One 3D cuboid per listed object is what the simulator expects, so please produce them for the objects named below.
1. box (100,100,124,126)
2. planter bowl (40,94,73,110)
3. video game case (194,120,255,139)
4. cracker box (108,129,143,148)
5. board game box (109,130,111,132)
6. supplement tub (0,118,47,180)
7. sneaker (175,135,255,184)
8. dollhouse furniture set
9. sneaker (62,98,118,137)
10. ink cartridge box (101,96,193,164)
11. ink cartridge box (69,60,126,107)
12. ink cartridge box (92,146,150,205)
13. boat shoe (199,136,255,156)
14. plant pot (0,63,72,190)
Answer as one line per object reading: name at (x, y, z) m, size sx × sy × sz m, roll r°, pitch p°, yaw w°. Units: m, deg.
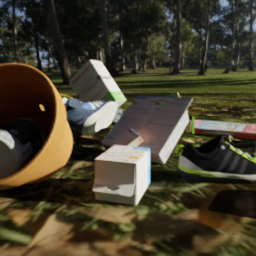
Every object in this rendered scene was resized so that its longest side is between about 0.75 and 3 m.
box at (-0.845, -0.639, 12.497) m, size 1.148 × 0.293 × 0.905 m, roll 22°, pitch 49°, yaw -7°
planter bowl at (-2.832, -0.484, 11.445) m, size 1.826 × 0.760 × 1.826 m, roll 11°, pitch 47°, yaw -12°
video game case at (3.981, 0.036, 11.634) m, size 2.964 × 0.259 × 2.119 m, roll 5°, pitch 12°, yaw 27°
cracker box at (-0.069, 0.435, 7.709) m, size 0.825 × 0.238 × 0.553 m, roll -38°, pitch 35°, yaw -8°
board game box at (0.481, 0.274, 9.648) m, size 2.122 × 0.505 × 1.078 m, roll 1°, pitch 10°, yaw 6°
supplement tub at (-2.187, 0.324, 5.468) m, size 0.895 × 0.895 × 1.461 m, roll 1°, pitch 17°, yaw 7°
sneaker at (2.228, 0.660, 6.240) m, size 2.352 × 0.974 × 0.843 m, roll -2°, pitch 11°, yaw -8°
dollhouse furniture set at (1.685, -0.420, 9.789) m, size 0.919 × 0.710 × 1.839 m, roll -9°, pitch -31°, yaw 36°
sneaker at (-1.764, -0.744, 10.943) m, size 2.037 × 1.121 × 2.782 m, roll 27°, pitch 27°, yaw 11°
ink cartridge box at (0.614, -0.059, 8.388) m, size 2.157 × 0.476 × 2.197 m, roll 9°, pitch 51°, yaw 41°
ink cartridge box at (-1.577, -1.858, 14.110) m, size 1.818 × 2.499 × 1.050 m, roll -38°, pitch -13°, yaw 28°
ink cartridge box at (-0.098, 0.891, 5.454) m, size 0.823 × 0.802 × 1.281 m, roll 3°, pitch 10°, yaw 16°
boat shoe at (2.977, 0.497, 8.269) m, size 1.735 × 0.562 × 0.635 m, roll 6°, pitch 12°, yaw 28°
plant pot at (-2.168, 0.147, 5.637) m, size 2.365 × 2.365 × 1.656 m, roll 3°, pitch -20°, yaw 14°
